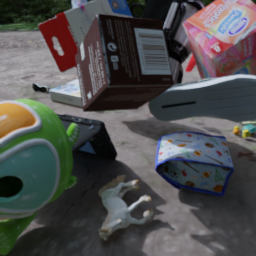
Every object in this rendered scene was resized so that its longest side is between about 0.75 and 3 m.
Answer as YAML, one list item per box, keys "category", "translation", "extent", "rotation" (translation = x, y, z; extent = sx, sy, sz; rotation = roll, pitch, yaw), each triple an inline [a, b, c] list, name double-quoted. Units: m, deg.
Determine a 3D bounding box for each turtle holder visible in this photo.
- category: "turtle holder"
  translation: [-2.326, 0.826, 5.274]
  extent: [2.081, 2.739, 1.945]
  rotation: [42, 26, 10]

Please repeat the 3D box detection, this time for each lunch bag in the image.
- category: "lunch bag"
  translation: [1.654, 0.856, 7.454]
  extent: [1.838, 1.138, 1.562]
  rotation: [11, 28, 4]

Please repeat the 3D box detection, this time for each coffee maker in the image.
- category: "coffee maker"
  translation: [0.725, -2.315, 8.357]
  extent: [2.640, 1.851, 2.748]
  rotation: [11, 70, 44]

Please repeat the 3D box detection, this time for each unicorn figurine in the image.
- category: "unicorn figurine"
  translation: [-0.158, 1.784, 6.193]
  extent: [1.328, 0.714, 1.934]
  rotation: [-19, 16, -15]

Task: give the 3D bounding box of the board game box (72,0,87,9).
- category: "board game box"
  translation: [-1.441, -3.554, 8.256]
  extent: [0.224, 1.223, 0.925]
  rotation: [-3, 0, -24]

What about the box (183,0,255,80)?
- category: "box"
  translation: [2.709, -1.861, 7.522]
  extent: [1.531, 2.984, 1.412]
  rotation: [-30, 60, 9]

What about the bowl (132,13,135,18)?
- category: "bowl"
  translation: [-0.589, -2.696, 9.234]
  extent: [1.275, 2.836, 2.836]
  rotation: [-6, 20, 33]

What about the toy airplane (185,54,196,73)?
- category: "toy airplane"
  translation: [3.164, -3.197, 10.959]
  extent: [0.458, 2.492, 2.492]
  rotation: [32, 1, -42]

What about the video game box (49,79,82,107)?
- category: "video game box"
  translation: [-2.065, -1.653, 13.159]
  extent: [2.370, 0.555, 2.159]
  rotation: [14, 27, 26]

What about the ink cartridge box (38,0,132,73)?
- category: "ink cartridge box"
  translation: [-0.931, -2.273, 6.802]
  extent: [2.128, 1.236, 0.716]
  rotation: [-26, 14, -10]

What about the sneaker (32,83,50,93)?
- category: "sneaker"
  translation: [-4.423, -2.019, 14.169]
  extent: [1.031, 0.381, 0.409]
  rotation: [17, 21, 19]

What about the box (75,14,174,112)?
- category: "box"
  translation: [-0.150, -1.141, 5.431]
  extent: [1.299, 1.313, 1.582]
  rotation: [-6, -10, -25]

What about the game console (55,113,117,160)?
- category: "game console"
  translation: [-2.147, 0.485, 7.586]
  extent: [2.976, 2.618, 1.732]
  rotation: [12, 58, 22]

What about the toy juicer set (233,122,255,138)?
- category: "toy juicer set"
  translation: [4.215, 0.063, 10.036]
  extent: [1.157, 0.315, 0.736]
  rotation: [-27, 20, -36]

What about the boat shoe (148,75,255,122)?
- category: "boat shoe"
  translation: [1.809, -0.716, 6.117]
  extent: [2.729, 0.984, 0.968]
  rotation: [-1, 23, 6]
